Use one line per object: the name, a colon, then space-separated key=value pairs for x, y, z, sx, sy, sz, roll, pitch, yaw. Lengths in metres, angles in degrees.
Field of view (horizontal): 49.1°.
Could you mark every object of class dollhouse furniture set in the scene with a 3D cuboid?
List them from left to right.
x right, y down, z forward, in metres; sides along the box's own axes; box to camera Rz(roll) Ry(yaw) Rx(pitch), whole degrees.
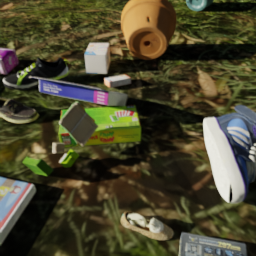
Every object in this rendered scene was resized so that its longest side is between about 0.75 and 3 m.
dollhouse furniture set: x=-1.607 y=0.310 z=6.748 sx=0.710 sy=0.919 sz=1.839 roll=0 pitch=49 yaw=48

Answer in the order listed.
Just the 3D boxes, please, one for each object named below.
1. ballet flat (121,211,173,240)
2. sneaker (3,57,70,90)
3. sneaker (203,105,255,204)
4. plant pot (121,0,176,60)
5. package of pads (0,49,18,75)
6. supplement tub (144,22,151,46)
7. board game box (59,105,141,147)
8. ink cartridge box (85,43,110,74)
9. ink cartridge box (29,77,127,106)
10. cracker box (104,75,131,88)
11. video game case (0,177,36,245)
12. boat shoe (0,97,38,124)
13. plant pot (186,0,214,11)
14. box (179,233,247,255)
ballet flat: x=0.353 y=1.872 z=5.400 sx=1.053 sy=0.344 sz=0.371 roll=10 pitch=42 yaw=13
sneaker: x=-3.261 y=-2.047 z=9.951 sx=2.352 sy=0.974 sz=0.843 roll=-13 pitch=40 yaw=-17
sneaker: x=2.964 y=0.503 z=6.460 sx=2.037 sy=1.121 sz=2.782 roll=-4 pitch=31 yaw=6
plant pot: x=0.812 y=-3.983 z=11.610 sx=2.365 sy=2.365 sz=1.656 roll=3 pitch=54 yaw=4
package of pads: x=-5.423 y=-2.644 z=10.954 sx=1.855 sy=0.702 sz=1.118 roll=7 pitch=41 yaw=10
supplement tub: x=0.840 y=-3.862 z=12.085 sx=0.895 sy=0.895 sz=1.461 roll=1 pitch=43 yaw=1
board game box: x=-0.781 y=-0.066 z=7.776 sx=2.122 sy=0.505 sz=1.078 roll=-4 pitch=38 yaw=-5
ink cartridge box: x=-1.182 y=-2.788 z=11.050 sx=0.823 sy=0.802 sz=1.281 roll=2 pitch=38 yaw=2
ink cartridge box: x=-1.365 y=-1.012 z=8.175 sx=2.157 sy=0.476 sz=2.197 roll=12 pitch=7 yaw=16
cracker box: x=-0.376 y=-1.667 z=9.987 sx=0.825 sy=0.238 sz=0.553 roll=-14 pitch=27 yaw=-18
video game case: x=-3.738 y=1.710 z=5.682 sx=2.964 sy=0.259 sz=2.119 roll=9 pitch=39 yaw=11
boat shoe: x=-3.531 y=-0.573 z=8.383 sx=1.735 sy=0.562 sz=0.635 roll=10 pitch=39 yaw=12
plant pot: x=4.549 y=-8.360 z=17.534 sx=1.971 sy=1.971 sz=1.852 roll=18 pitch=57 yaw=22
box: x=1.448 y=2.356 z=4.812 sx=1.148 sy=0.293 sz=0.905 roll=7 pitch=38 yaw=9
